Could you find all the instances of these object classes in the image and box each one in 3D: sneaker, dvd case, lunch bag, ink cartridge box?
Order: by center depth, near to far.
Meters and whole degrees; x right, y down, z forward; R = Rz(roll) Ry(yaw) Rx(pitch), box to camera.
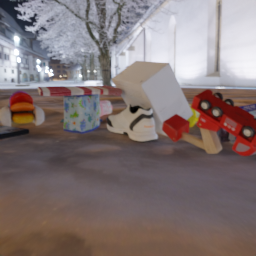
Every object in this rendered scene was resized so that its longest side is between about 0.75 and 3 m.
[{"bbox_3d":[0.101,-0.300,9.922,1.054,1.143,2.859,-8,12,-30],"label":"sneaker"},{"bbox_3d":[-4.909,0.143,10.048,2.193,0.192,1.564,6,11,30],"label":"dvd case"},{"bbox_3d":[-1.659,-0.654,10.809,1.105,1.475,1.735,9,14,29],"label":"lunch bag"},{"bbox_3d":[4.361,-0.618,11.429,1.858,0.378,1.862,-10,-8,24],"label":"ink cartridge box"},{"bbox_3d":[-1.316,-1.067,14.729,1.147,0.826,2.195,-8,8,-15],"label":"sneaker"}]

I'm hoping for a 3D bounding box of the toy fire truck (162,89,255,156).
[{"bbox_3d":[2.106,0.048,7.167,0.623,1.803,2.557,-29,54,-33],"label":"toy fire truck"}]

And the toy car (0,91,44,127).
[{"bbox_3d":[-4.531,-0.833,11.853,1.683,1.442,1.923,-6,12,-26],"label":"toy car"}]

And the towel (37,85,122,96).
[{"bbox_3d":[-1.841,-1.338,10.302,2.790,0.317,2.010,-4,12,-20],"label":"towel"}]

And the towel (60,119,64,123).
[{"bbox_3d":[-2.636,-0.331,12.848,0.863,0.094,0.633,0,11,-2],"label":"towel"}]

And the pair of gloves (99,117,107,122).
[{"bbox_3d":[-1.120,-0.395,13.025,1.400,0.160,1.126,-1,11,0],"label":"pair of gloves"}]

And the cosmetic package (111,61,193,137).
[{"bbox_3d":[0.835,-1.152,10.144,1.345,2.188,2.182,-41,30,-14],"label":"cosmetic package"}]

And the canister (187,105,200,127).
[{"bbox_3d":[2.391,-0.567,12.049,1.470,0.856,1.979,4,10,29],"label":"canister"}]

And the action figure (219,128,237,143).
[{"bbox_3d":[3.837,0.222,8.100,2.264,0.786,1.473,9,2,21],"label":"action figure"}]
